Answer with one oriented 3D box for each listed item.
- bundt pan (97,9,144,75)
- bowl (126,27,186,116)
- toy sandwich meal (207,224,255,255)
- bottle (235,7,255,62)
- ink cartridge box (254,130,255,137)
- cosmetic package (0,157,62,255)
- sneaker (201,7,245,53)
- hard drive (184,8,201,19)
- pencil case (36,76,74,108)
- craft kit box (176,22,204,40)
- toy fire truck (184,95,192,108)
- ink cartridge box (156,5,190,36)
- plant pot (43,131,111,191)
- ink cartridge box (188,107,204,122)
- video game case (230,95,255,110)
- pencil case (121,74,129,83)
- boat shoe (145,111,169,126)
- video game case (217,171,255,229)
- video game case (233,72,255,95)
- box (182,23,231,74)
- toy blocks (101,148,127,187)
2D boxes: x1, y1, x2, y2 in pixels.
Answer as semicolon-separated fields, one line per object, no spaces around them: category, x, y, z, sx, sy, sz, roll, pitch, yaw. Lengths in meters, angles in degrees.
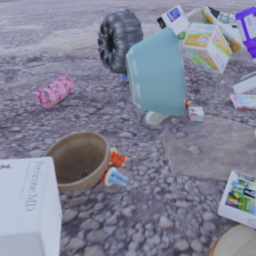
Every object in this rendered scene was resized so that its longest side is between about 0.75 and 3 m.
bundt pan;-0.470;-3.443;11.450;1.000;2.664;2.664;-10;34;-30
bowl;0.765;-1.669;9.019;1.473;2.817;2.817;-9;34;-1
toy sandwich meal;3.056;3.242;5.849;2.817;0.965;2.817;-3;33;2
bottle;4.010;-2.991;9.060;0.701;1.679;0.548;-28;14;-15
ink cartridge box;5.365;0.362;10.934;0.604;0.351;0.838;5;33;7
cosmetic package;-3.030;2.245;6.310;2.693;2.240;2.253;-3;33;-7
sneaker;4.220;-4.318;11.813;1.272;1.098;2.902;-31;56;5
hard drive;2.920;-5.361;13.326;0.971;0.130;0.640;-22;10;40
pencil case;-3.532;-1.814;13.728;0.884;0.924;2.136;15;34;17
craft kit box;2.690;-4.211;12.113;1.557;0.382;1.577;-3;33;-7
toy fire truck;2.420;-1.285;13.247;1.123;1.276;0.821;24;80;40
ink cartridge box;1.624;-3.748;9.898;0.323;0.826;1.743;-20;20;43
plant pot;-1.433;1.140;8.313;2.085;0.962;2.085;-11;41;10
ink cartridge box;3.012;-0.623;12.468;0.568;0.323;0.779;1;33;2
video game case;5.997;-1.246;13.578;1.789;0.156;1.279;2;33;3
pencil case;0.917;-3.045;15.521;2.561;0.999;1.112;-5;8;-5
boat shoe;1.242;-0.680;12.297;0.718;0.703;2.015;20;32;32
video game case;3.928;2.083;7.463;2.626;0.317;2.880;16;16;23
video game case;4.467;-1.750;7.829;2.785;0.325;2.532;-23;3;30
box;2.363;-2.334;8.328;0.846;0.763;1.505;22;-4;39
toy blocks;-0.603;1.256;9.313;1.741;0.632;1.451;20;38;27
